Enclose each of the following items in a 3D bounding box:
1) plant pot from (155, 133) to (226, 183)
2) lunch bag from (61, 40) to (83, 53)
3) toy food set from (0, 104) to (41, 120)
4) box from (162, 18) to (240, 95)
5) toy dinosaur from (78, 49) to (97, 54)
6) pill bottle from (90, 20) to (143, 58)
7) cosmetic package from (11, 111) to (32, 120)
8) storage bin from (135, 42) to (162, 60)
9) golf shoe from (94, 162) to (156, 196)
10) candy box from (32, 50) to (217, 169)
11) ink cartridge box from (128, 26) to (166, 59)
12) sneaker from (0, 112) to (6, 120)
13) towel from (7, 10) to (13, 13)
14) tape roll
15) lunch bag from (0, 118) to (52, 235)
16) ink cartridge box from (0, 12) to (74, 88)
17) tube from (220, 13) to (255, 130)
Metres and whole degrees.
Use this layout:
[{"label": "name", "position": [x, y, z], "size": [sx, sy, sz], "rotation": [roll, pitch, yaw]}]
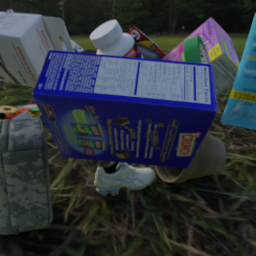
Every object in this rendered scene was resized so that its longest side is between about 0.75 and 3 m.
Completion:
[{"label": "plant pot", "position": [1.982, 0.787, 8.644], "size": [1.685, 1.942, 1.942], "rotation": [10, 16, -24]}, {"label": "lunch bag", "position": [-2.211, -2.793, 10.799], "size": [1.068, 0.801, 1.259], "rotation": [43, 56, 1]}, {"label": "toy food set", "position": [-5.345, -0.759, 13.980], "size": [2.081, 0.511, 2.102], "rotation": [-17, 27, -38]}, {"label": "box", "position": [2.191, -1.916, 8.983], "size": [1.122, 2.321, 2.042], "rotation": [33, 41, -28]}, {"label": "toy dinosaur", "position": [-1.644, -2.097, 9.780], "size": [1.310, 2.561, 0.986], "rotation": [51, 26, 11]}, {"label": "pill bottle", "position": [-0.159, -1.771, 7.382], "size": [1.067, 1.916, 1.067], "rotation": [-22, 38, 19]}, {"label": "cosmetic package", "position": [-4.647, -0.254, 12.061], "size": [1.022, 0.576, 0.414], "rotation": [-36, 13, -15]}, {"label": "storage bin", "position": [0.407, -2.382, 9.387], "size": [1.320, 0.961, 0.887], "rotation": [25, 20, 7]}, {"label": "golf shoe", "position": [-0.034, 1.329, 8.129], "size": [1.927, 0.937, 0.754], "rotation": [-9, 21, -25]}, {"label": "candy box", "position": [-0.017, -0.207, 5.447], "size": [2.861, 2.419, 1.102], "rotation": [7, 60, 3]}, {"label": "ink cartridge box", "position": [0.293, -2.499, 10.428], "size": [1.604, 1.827, 0.766], "rotation": [40, 15, 1]}, {"label": "sneaker", "position": [-5.779, -0.082, 12.209], "size": [1.023, 0.668, 1.829], "rotation": [12, 32, 20]}, {"label": "towel", "position": [-3.527, -2.686, 9.129], "size": [0.266, 1.651, 1.577], "rotation": [-20, 59, -29]}, {"label": "tape roll", "position": [1.769, -1.528, 7.003], "size": [0.352, 1.466, 1.466], "rotation": [-12, 15, 26]}, {"label": "lunch bag", "position": [-3.003, 1.066, 6.444], "size": [2.192, 2.613, 1.821], "rotation": [-6, 22, -21]}, {"label": "ink cartridge box", "position": [-2.962, -2.084, 7.608], "size": [2.973, 1.724, 1.008], "rotation": [12, 55, 22]}, {"label": "tube", "position": [2.582, -1.113, 5.664], "size": [0.883, 2.282, 0.575], "rotation": [16, 12, 28]}]
